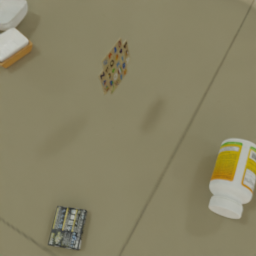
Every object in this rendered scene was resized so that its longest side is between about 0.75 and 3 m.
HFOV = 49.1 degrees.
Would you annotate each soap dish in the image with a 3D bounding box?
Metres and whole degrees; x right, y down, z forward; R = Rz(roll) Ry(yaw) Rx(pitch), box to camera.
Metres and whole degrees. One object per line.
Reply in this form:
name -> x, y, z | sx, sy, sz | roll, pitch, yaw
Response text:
soap dish -> -5.224, -3.493, 12.301 | 1.330, 0.686, 1.690 | 41, 70, 18

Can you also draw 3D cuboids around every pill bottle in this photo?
pill bottle -> 3.529, 1.700, 9.409 | 1.347, 1.347, 2.426 | 21, 66, 10

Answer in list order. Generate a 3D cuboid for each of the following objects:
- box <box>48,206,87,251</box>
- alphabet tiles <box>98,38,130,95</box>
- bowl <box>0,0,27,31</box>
box -> -1.976, 3.284, 9.224 | 1.024, 0.312, 1.270 | 7, 64, 2
alphabet tiles -> -0.409, -1.983, 9.132 | 0.056, 1.473, 1.770 | 20, 61, 23
bowl -> -5.744, -5.229, 13.003 | 1.924, 0.719, 1.927 | 15, 60, 14
